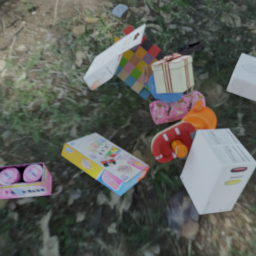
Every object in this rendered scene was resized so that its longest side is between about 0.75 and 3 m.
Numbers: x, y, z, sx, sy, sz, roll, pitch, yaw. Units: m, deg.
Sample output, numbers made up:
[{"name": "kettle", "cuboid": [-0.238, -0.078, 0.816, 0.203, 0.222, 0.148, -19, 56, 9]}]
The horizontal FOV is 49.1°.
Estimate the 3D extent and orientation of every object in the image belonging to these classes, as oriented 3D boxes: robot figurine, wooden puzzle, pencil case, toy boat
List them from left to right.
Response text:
[{"name": "wooden puzzle", "cuboid": [0.504, -2.272, 10.312, 2.946, 0.207, 1.747, 41, 105, 5]}, {"name": "toy boat", "cuboid": [1.341, 0.502, 7.727, 1.383, 0.902, 0.904, -28, 28, 3]}, {"name": "pencil case", "cuboid": [1.730, -0.717, 9.910, 1.904, 0.788, 0.824, -16, 59, -11]}, {"name": "robot figurine", "cuboid": [2.264, -0.092, 9.017, 1.272, 1.031, 1.768, 52, 32, 1]}]

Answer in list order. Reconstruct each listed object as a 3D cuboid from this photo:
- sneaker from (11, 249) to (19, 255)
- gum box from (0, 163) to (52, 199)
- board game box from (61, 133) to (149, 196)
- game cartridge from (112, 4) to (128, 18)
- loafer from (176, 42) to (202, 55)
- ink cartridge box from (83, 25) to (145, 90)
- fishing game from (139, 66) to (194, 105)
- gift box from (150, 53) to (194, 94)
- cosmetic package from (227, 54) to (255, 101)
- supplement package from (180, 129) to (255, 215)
[{"name": "sneaker", "cuboid": [-3.084, 3.722, 7.546, 0.396, 0.228, 0.760, 23, 66, 14]}, {"name": "gum box", "cuboid": [-3.360, 1.609, 8.335, 1.904, 1.080, 0.629, -5, 58, -3]}, {"name": "board game box", "cuboid": [-0.650, 0.994, 8.450, 2.164, 0.436, 1.656, 31, 22, 19]}, {"name": "game cartridge", "cuboid": [-0.417, -5.579, 13.346, 0.532, 0.161, 0.798, 27, 62, 12]}, {"name": "loafer", "cuboid": [2.584, -3.435, 11.885, 1.146, 0.361, 0.412, -14, 59, -9]}, {"name": "ink cartridge box", "cuboid": [-0.313, -2.382, 9.365, 2.269, 0.569, 1.840, -24, 29, 25]}, {"name": "fishing game", "cuboid": [1.344, -1.443, 9.739, 1.916, 0.298, 1.372, 9, 69, -6]}, {"name": "gift box", "cuboid": [1.309, -1.701, 8.694, 1.157, 1.081, 1.068, 2, 23, 31]}, {"name": "cosmetic package", "cuboid": [4.699, -1.882, 10.630, 1.385, 0.851, 1.380, 23, 61, 13]}, {"name": "supplement package", "cuboid": [2.285, 1.152, 7.441, 0.988, 1.783, 1.388, -2, 37, -15]}]
